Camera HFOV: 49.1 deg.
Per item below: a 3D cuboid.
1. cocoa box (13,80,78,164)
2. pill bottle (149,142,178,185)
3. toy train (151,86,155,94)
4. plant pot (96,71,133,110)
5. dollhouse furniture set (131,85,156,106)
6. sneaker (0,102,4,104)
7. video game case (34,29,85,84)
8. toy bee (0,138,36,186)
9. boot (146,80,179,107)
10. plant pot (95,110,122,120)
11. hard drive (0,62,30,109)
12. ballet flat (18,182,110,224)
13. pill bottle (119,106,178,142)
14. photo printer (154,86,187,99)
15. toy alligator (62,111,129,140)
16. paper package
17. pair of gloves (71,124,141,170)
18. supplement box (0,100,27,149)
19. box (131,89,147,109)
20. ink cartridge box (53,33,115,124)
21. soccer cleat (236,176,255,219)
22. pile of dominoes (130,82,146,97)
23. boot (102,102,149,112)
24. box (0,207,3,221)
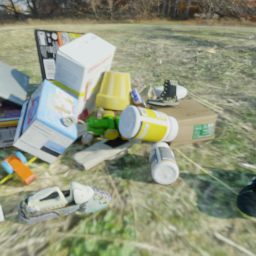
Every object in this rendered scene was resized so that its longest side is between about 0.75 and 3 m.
[{"bbox_3d":[-2.540,-0.233,8.922,1.387,1.365,2.079,32,29,-30],"label":"cocoa box"},{"bbox_3d":[1.000,0.987,8.190,0.751,0.751,1.291,0,26,-1],"label":"pill bottle"},{"bbox_3d":[1.152,-1.925,14.686,0.516,0.386,0.906,-6,26,17],"label":"toy train"},{"bbox_3d":[-0.472,-1.453,10.719,1.438,1.353,1.438,7,12,-1],"label":"plant pot"},{"bbox_3d":[0.559,-1.223,13.102,1.304,0.820,1.475,-19,21,18],"label":"dollhouse furniture set"},{"bbox_3d":[-5.684,-1.133,10.291,2.871,1.138,1.371,-14,-13,-43],"label":"sneaker"},{"bbox_3d":[-3.084,-3.443,13.709,2.542,2.813,0.359,-6,-15,-30],"label":"video game case"},{"bbox_3d":[-3.195,1.066,8.063,1.122,0.932,1.715,-18,60,-21],"label":"toy bee"},{"bbox_3d":[1.257,-1.260,10.157,1.249,0.943,0.451,1,1,-18],"label":"boot"},{"bbox_3d":[-0.709,-0.219,10.176,0.973,0.983,0.983,9,24,-10],"label":"plant pot"},{"bbox_3d":[-4.692,-1.725,9.932,2.233,0.367,1.558,26,44,-34],"label":"hard drive"},{"bbox_3d":[-1.489,1.716,6.707,2.214,0.796,0.796,-8,27,-17],"label":"ballet flat"},{"bbox_3d":[0.628,-0.064,8.294,1.628,0.930,0.930,10,17,-33],"label":"pill bottle"},{"bbox_3d":[2.179,-1.805,14.239,1.429,0.496,1.189,-22,32,-38],"label":"photo printer"},{"bbox_3d":[-0.754,-0.004,8.958,2.816,0.764,0.835,2,58,-25],"label":"toy alligator"},{"bbox_3d":[1.976,-0.233,10.431,1.933,1.000,1.843,-9,28,-19],"label":"paper package"},{"bbox_3d":[-1.193,0.352,9.819,2.387,0.492,2.807,-17,30,-30],"label":"pair of gloves"},{"bbox_3d":[-4.133,-0.216,10.381,1.255,0.974,2.274,-7,27,-8],"label":"supplement box"},{"bbox_3d":[0.435,-1.006,10.721,0.223,1.073,0.639,-25,51,10],"label":"box"},{"bbox_3d":[-1.791,-1.792,10.810,1.236,2.964,2.151,30,43,10],"label":"ink cartridge box"},{"bbox_3d":[3.460,1.394,7.102,0.810,0.972,2.399,23,34,38],"label":"soccer cleat"},{"bbox_3d":[-0.460,-1.997,12.975,2.184,0.348,1.703,16,35,17],"label":"pile of dominoes"},{"bbox_3d":[-0.159,-0.632,11.425,2.294,0.857,1.112,10,26,15],"label":"boot"},{"bbox_3d":[-4.071,1.351,6.879,1.366,1.231,2.429,-16,30,-27],"label":"box"}]
